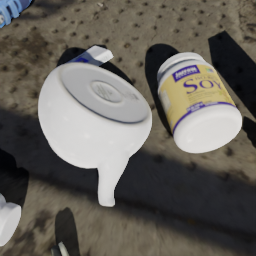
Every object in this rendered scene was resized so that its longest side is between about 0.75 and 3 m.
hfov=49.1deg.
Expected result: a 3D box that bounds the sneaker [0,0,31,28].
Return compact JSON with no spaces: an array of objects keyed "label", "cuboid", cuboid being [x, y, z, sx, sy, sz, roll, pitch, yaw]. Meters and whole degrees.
[{"label":"sneaker","cuboid":[-4.359,-4.050,9.736,2.377,0.879,0.978,-35,62,-14]}]

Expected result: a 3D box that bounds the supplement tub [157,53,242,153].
[{"label":"supplement tub","cuboid":[1.592,-0.640,6.739,1.536,1.536,2.113,-9,53,-7]}]

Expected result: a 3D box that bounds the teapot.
[{"label":"teapot","cuboid":[-0.897,-0.088,6.226,2.583,1.911,2.617,30,31,-5]}]

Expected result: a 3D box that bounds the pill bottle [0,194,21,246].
[{"label":"pill bottle","cuboid":[-2.988,1.592,5.353,1.635,0.946,0.946,20,55,3]}]

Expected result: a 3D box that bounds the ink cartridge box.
[{"label":"ink cartridge box","cuboid":[-1.230,-1.937,8.201,1.280,0.280,1.292,-34,31,-8]}]

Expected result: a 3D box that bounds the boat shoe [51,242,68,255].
[{"label":"boat shoe","cuboid":[-1.125,2.970,4.573,0.712,0.756,2.106,-9,56,-12]}]
